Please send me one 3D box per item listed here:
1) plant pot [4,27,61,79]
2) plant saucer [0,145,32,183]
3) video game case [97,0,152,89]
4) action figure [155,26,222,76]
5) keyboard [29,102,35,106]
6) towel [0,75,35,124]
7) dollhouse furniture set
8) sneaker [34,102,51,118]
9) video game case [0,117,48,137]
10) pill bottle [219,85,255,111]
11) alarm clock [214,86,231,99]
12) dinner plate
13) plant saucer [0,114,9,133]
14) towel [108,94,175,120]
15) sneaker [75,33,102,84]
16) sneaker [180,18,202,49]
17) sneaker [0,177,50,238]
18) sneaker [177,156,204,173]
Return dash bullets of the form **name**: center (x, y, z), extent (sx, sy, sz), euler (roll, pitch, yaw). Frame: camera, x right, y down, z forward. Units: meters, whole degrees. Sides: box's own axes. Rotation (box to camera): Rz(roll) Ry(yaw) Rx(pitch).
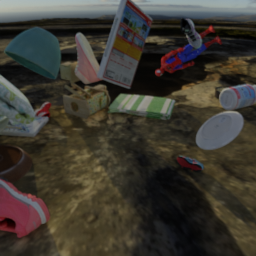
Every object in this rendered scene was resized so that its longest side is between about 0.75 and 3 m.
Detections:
- **plant pot**: center (-3.050, -2.649, 9.531), extent (1.831, 1.233, 1.831), euler (24, -5, 2)
- **plant saucer**: center (-4.039, 1.076, 8.393), extent (2.178, 0.375, 2.178), euler (-1, 27, 0)
- **video game case**: center (-0.067, -2.908, 10.042), extent (0.242, 2.772, 1.982), euler (23, 8, 29)
- **action figure**: center (2.316, -2.961, 11.454), extent (2.866, 0.938, 0.741), euler (-30, 36, 27)
- **keyboard**: center (-5.791, -1.036, 12.654), extent (2.775, 0.550, 1.444), euler (5, 4, 12)
- **towel**: center (-3.841, -1.230, 7.514), extent (0.695, 2.887, 2.471), euler (-50, 25, -4)
- **dollhouse furniture set**: center (-1.495, -1.946, 12.264), extent (1.400, 2.227, 2.519), euler (17, 32, 29)
- **sneaker**: center (-3.466, -0.683, 11.919), extent (0.613, 0.416, 1.062), euler (18, 43, 16)
- **video game case**: center (-4.125, -0.100, 10.893), extent (1.598, 0.176, 1.456), euler (3, 27, 6)
- **pill bottle**: center (5.095, -1.411, 12.574), extent (1.812, 0.985, 0.985), euler (-14, 30, -24)
- **alarm clock**: center (4.681, -1.737, 13.771), extent (1.011, 0.499, 1.498), euler (-8, 30, -14)
- **dinner plate**: center (2.256, 0.016, 7.072), extent (1.299, 0.158, 1.299), euler (-33, 25, 18)
- **plant saucer**: center (-5.074, 0.260, 9.251), extent (2.619, 0.657, 2.619), euler (-15, 20, 5)
- **towel**: center (0.651, -0.985, 12.531), extent (2.689, 0.314, 2.051), euler (6, 27, 15)
- **sneaker**: center (-1.760, -2.547, 10.685), extent (0.997, 1.908, 0.718), euler (-20, 21, 16)
- **sneaker**: center (1.948, -3.046, 8.993), extent (0.410, 1.056, 0.738), euler (-32, -10, 32)
- **sneaker**: center (-2.885, 1.815, 6.458), extent (2.150, 0.792, 0.933), euler (14, 31, 25)
- **sneaker**: center (1.888, 1.088, 8.500), extent (0.859, 0.340, 0.410), euler (25, 22, 30)
